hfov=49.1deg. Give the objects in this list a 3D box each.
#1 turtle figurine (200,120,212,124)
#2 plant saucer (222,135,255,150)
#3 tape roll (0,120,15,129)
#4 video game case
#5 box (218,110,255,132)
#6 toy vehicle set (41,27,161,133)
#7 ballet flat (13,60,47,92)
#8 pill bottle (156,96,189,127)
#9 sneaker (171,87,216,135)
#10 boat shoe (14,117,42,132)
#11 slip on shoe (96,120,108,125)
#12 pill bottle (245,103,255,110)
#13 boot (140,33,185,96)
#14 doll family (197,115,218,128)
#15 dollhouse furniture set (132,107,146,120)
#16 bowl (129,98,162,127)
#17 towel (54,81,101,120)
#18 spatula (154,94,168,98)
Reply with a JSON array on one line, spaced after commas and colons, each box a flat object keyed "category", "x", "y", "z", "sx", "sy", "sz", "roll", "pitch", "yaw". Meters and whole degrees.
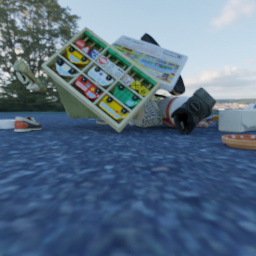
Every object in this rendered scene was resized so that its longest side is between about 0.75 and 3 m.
[{"category": "turtle figurine", "x": 2.905, "y": -0.493, "z": 12.515, "sx": 1.530, "sy": 0.611, "sz": 1.898, "roll": 2, "pitch": 4, "yaw": 24}, {"category": "plant saucer", "x": 2.285, "y": 0.260, "z": 5.122, "sx": 1.093, "sy": 0.176, "sz": 1.093, "roll": 0, "pitch": 5, "yaw": 0}, {"category": "tape roll", "x": -4.301, "y": -0.132, "z": 9.834, "sx": 0.792, "sy": 0.277, "sz": 0.792, "roll": 0, "pitch": 4, "yaw": 0}, {"category": "video game case", "x": 0.505, "y": -2.203, "z": 9.179, "sx": 2.552, "sy": 0.292, "sz": 2.323, "roll": 22, "pitch": 41, "yaw": 10}, {"category": "box", "x": 3.656, "y": -0.242, "z": 8.768, "sx": 1.892, "sy": 0.647, "sz": 0.777, "roll": -4, "pitch": 6, "yaw": -39}, {"category": "toy vehicle set", "x": -0.747, "y": -1.426, "z": 7.906, "sx": 2.885, "sy": 1.793, "sz": 0.383, "roll": 38, "pitch": -16, "yaw": 11}, {"category": "ballet flat", "x": -3.209, "y": -1.536, "z": 9.110, "sx": 0.519, "sy": 0.519, "sz": 1.468, "roll": 2, "pitch": -34, "yaw": 26}, {"category": "pill bottle", "x": 1.593, "y": -0.573, "z": 9.975, "sx": 1.058, "sy": 1.058, "sz": 1.931, "roll": -1, "pitch": 4, "yaw": -16}, {"category": "sneaker", "x": 1.765, "y": -0.400, "z": 7.848, "sx": 1.195, "sy": 0.797, "sz": 2.085, "roll": -42, "pitch": -9, "yaw": 7}, {"category": "boat shoe", "x": -3.126, "y": -0.133, "z": 8.808, "sx": 0.493, "sy": 0.433, "sz": 1.385, "roll": -1, "pitch": 3, "yaw": 9}, {"category": "slip on shoe", "x": -0.793, "y": -0.320, "z": 11.963, "sx": 1.142, "sy": 0.346, "sz": 0.434, "roll": 0, "pitch": 4, "yaw": -4}, {"category": "pill bottle", "x": 6.367, "y": -0.722, "z": 13.018, "sx": 0.988, "sy": 0.988, "sz": 1.706, "roll": -1, "pitch": 5, "yaw": -20}, {"category": "boot", "x": 0.773, "y": -1.921, "z": 10.766, "sx": 1.994, "sy": 2.883, "sz": 1.117, "roll": -41, "pitch": -32, "yaw": 28}, {"category": "doll family", "x": 3.092, "y": -0.312, "z": 10.068, "sx": 1.331, "sy": 0.600, "sz": 0.826, "roll": -1, "pitch": 4, "yaw": -12}, {"category": "dollhouse furniture set", "x": -0.294, "y": -0.696, "z": 8.929, "sx": 0.907, "sy": 0.775, "sz": 1.750, "roll": -4, "pitch": 9, "yaw": -33}, {"category": "bowl", "x": 0.253, "y": -0.711, "z": 10.032, "sx": 0.944, "sy": 2.011, "sz": 2.011, "roll": -34, "pitch": 10, "yaw": -8}, {"category": "towel", "x": -1.843, "y": -1.315, "z": 10.233, "sx": 1.696, "sy": 2.286, "sz": 0.417, "roll": 4, "pitch": 35, "yaw": 29}, {"category": "spatula", "x": 1.504, "y": -1.093, "z": 10.598, "sx": 1.615, "sy": 0.166, "sz": 0.456, "roll": 14, "pitch": 32, "yaw": -39}]
